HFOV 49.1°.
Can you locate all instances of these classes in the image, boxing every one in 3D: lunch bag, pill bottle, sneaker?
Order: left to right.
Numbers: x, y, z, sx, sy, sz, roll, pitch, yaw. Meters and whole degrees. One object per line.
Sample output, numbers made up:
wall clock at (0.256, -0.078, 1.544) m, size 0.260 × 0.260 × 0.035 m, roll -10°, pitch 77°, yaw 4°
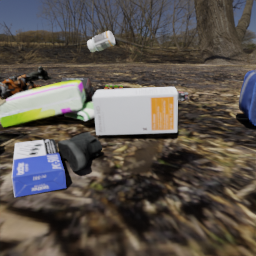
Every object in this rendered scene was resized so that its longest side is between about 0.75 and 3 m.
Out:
sneaker at (-0.903, 0.423, 5.767) m, size 0.863 × 0.497 × 1.654 m, roll -11°, pitch 13°, yaw -26°
pill bottle at (-0.911, -2.899, 9.469) m, size 0.850 × 0.495 × 0.495 m, roll -15°, pitch 11°, yaw 19°
lunch bag at (4.553, -0.904, 8.278) m, size 2.254 × 1.531 × 1.491 m, roll 7°, pitch 22°, yaw 5°

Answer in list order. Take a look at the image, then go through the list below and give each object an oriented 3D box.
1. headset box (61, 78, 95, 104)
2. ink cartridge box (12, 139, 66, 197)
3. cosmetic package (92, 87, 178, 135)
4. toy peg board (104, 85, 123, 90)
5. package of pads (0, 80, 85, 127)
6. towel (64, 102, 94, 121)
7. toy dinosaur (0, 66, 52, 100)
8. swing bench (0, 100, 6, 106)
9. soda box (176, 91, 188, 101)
headset box at (-1.874, -1.359, 10.578) m, size 1.030 × 0.520 × 1.386 m, roll 2°, pitch -29°, yaw 12°
ink cartridge box at (-1.675, 0.659, 5.189) m, size 0.800 × 0.376 × 1.703 m, roll -6°, pitch 17°, yaw -18°
cosmetic package at (0.203, -0.438, 7.230) m, size 2.078 × 1.054 × 0.740 m, roll -3°, pitch 22°, yaw 4°
toy peg board at (-0.722, -1.751, 13.502) m, size 1.081 × 0.529 × 1.077 m, roll 1°, pitch 15°, yaw 4°
package of pads at (-2.650, -0.857, 8.993) m, size 2.452 × 0.836 × 1.894 m, roll -13°, pitch 16°, yaw -1°
towel at (-0.616, -0.757, 9.336) m, size 2.646 × 0.309 × 2.018 m, roll -18°, pitch 15°, yaw -28°
toy dinosaur at (-4.225, -1.670, 11.339) m, size 2.034 × 1.531 × 2.997 m, roll -4°, pitch 31°, yaw 9°
swing bench at (-3.523, -0.300, 6.467) m, size 0.650 × 1.002 × 0.997 m, roll 40°, pitch 33°, yaw -13°
soda box at (2.152, -1.494, 12.903) m, size 1.124 × 0.356 × 0.398 m, roll 12°, pitch 20°, yaw 35°
